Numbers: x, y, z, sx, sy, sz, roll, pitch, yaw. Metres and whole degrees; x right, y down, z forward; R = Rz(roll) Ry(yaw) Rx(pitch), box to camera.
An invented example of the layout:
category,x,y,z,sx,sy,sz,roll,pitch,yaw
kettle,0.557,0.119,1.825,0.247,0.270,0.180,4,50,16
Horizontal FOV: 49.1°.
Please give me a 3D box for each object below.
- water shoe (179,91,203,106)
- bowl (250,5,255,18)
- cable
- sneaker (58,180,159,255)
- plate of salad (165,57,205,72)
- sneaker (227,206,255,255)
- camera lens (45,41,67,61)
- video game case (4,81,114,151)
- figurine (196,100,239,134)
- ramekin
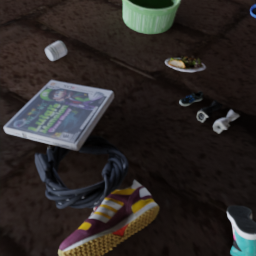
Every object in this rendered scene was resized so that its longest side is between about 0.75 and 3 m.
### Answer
category,x,y,z,sx,sy,sz,roll,pitch,yaw
water shoe,2.275,-1.095,10.127,0.933,0.368,0.334,-20,54,-16
bowl,6.547,-5.831,13.999,0.845,0.166,0.845,-5,63,9
cable,-1.191,1.159,7.814,2.407,0.749,2.950,-13,31,-27
sneaker,-0.580,2.295,7.068,2.659,0.996,1.198,-20,47,-24
plate of salad,2.232,-2.541,10.905,1.574,0.378,1.574,3,29,-2
sneaker,2.820,2.636,6.830,0.712,1.028,1.702,0,7,13
camera lens,-2.991,-3.221,11.709,0.764,0.611,0.611,-38,60,-26
video game case,-2.186,-0.565,9.356,2.588,0.332,2.847,12,44,16
figurine,3.111,-0.439,9.573,1.080,0.477,1.107,-35,60,-30
ramekin,0.993,-5.588,13.084,2.685,1.311,2.685,3,51,-4
